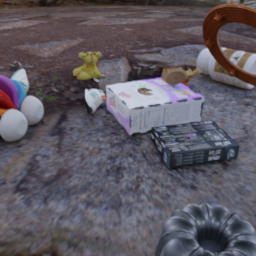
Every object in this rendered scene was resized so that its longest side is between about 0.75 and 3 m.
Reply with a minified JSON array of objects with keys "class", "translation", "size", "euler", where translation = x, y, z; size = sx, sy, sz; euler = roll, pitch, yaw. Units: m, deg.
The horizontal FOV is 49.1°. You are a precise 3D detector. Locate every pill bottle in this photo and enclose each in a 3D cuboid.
[{"class":"pill bottle","translation":[4.833,-2.979,13.574],"size":[1.607,1.607,2.810],"euler":[-24,37,-36]}]

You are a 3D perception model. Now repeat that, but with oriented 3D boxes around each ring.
[{"class":"ring","translation":[2.695,-1.728,6.456],"size":[0.239,2.496,2.496],"euler":[-49,45,-7]}]

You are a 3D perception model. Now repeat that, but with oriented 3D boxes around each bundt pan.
[{"class":"bundt pan","translation":[1.516,2.207,5.191],"size":[2.118,0.795,2.118],"euler":[-1,29,0]}]

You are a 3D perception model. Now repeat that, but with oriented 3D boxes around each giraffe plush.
[{"class":"giraffe plush","translation":[-2.009,-3.229,14.267],"size":[1.682,1.364,1.451],"euler":[25,38,37]}]

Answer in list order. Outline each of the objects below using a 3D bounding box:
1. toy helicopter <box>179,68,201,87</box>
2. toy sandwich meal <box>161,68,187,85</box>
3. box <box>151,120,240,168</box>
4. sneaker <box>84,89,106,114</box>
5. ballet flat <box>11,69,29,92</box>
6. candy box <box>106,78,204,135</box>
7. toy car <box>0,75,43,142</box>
[{"class":"toy helicopter","translation":[2.552,-2.230,12.633],"size":[1.254,0.748,1.896],"euler":[-48,13,-20]},{"class":"toy sandwich meal","translation":[1.702,-1.956,10.425],"size":[0.959,0.959,0.328],"euler":[-3,57,-5]},{"class":"box","translation":[1.956,0.418,8.539],"size":[2.161,0.470,1.731],"euler":[-7,27,-11]},{"class":"sneaker","translation":[-1.305,-1.158,11.321],"size":[0.842,0.634,1.801],"euler":[-9,27,-5]},{"class":"ballet flat","translation":[-4.890,-1.684,12.209],"size":[0.943,0.943,2.715],"euler":[4,34,8]},{"class":"candy box","translation":[0.897,-0.937,10.524],"size":[2.887,1.033,2.422],"euler":[-11,31,-20]},{"class":"toy car","translation":[-4.275,-0.781,9.385],"size":[2.198,1.884,2.512],"euler":[6,30,12]}]
